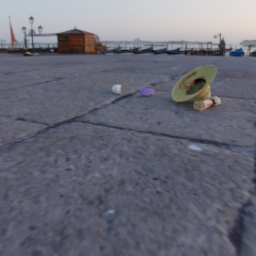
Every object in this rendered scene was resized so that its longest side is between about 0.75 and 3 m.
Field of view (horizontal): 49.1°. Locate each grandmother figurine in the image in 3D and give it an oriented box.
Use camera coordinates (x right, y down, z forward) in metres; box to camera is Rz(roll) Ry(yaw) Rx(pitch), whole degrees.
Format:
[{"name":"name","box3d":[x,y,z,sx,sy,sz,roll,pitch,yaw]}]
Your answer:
[{"name":"grandmother figurine","box3d":[3.908,-1.201,13.690,1.771,0.536,1.074,-13,15,-41]}]

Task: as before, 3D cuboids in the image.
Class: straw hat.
[{"name":"straw hat","box3d":[3.668,-1.953,14.546,2.804,1.187,2.804,-35,25,19]}]

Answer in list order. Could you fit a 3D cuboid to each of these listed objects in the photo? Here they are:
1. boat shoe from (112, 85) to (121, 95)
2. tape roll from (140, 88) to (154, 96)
[{"name":"boat shoe","box3d":[-0.704,-2.306,16.942,0.543,0.555,1.567,-2,10,-6]},{"name":"tape roll","box3d":[1.086,-2.069,16.111,0.779,0.331,0.779,6,0,0]}]
